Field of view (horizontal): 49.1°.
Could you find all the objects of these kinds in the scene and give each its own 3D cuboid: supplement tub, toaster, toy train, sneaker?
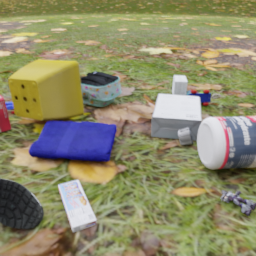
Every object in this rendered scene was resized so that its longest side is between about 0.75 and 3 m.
[{"bbox_3d":[3.778,0.489,9.467,2.494,1.750,1.750,-2,29,-8],"label":"supplement tub"},{"bbox_3d":[2.229,0.366,10.886,0.495,0.767,0.436,-11,35,15],"label":"toaster"},{"bbox_3d":[3.940,-1.619,14.477,1.836,0.777,1.062,-1,16,-1],"label":"toy train"},{"bbox_3d":[-3.544,1.824,7.818,2.842,1.076,1.244,25,-10,4],"label":"sneaker"}]

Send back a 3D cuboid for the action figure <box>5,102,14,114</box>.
[{"bbox_3d":[-5.514,-1.041,13.528,2.296,0.593,0.751,-4,34,-17],"label":"action figure"}]

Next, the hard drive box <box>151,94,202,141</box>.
[{"bbox_3d":[2.116,-0.538,12.165,1.957,0.964,2.511,6,30,10],"label":"hard drive box"}]

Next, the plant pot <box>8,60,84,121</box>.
[{"bbox_3d":[-3.594,-1.494,11.920,2.415,2.415,2.130,9,25,27],"label":"plant pot"}]

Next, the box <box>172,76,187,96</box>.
[{"bbox_3d":[2.770,-2.203,15.142,0.656,1.004,0.998,3,29,2],"label":"box"}]

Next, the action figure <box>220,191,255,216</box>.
[{"bbox_3d":[3.143,2.079,8.104,0.667,0.355,1.024,-25,35,-32],"label":"action figure"}]

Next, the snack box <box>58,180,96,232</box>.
[{"bbox_3d":[-1.502,2.174,8.051,0.653,0.221,1.815,-12,31,-21],"label":"snack box"}]

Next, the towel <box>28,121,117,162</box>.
[{"bbox_3d":[-1.970,0.544,10.599,2.925,0.725,2.160,2,33,7],"label":"towel"}]

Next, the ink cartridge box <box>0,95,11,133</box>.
[{"bbox_3d":[-6.239,-0.519,11.610,2.049,1.482,1.489,-21,35,-33],"label":"ink cartridge box"}]

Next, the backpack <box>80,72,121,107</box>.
[{"bbox_3d":[-1.376,-1.949,14.065,2.060,1.579,1.811,8,30,37],"label":"backpack"}]
